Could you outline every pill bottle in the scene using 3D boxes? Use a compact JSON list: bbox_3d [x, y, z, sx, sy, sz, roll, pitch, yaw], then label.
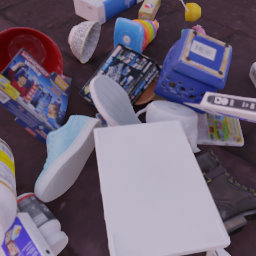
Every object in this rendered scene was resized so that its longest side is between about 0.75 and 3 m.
[{"bbox_3d":[-3.139,1.317,5.795,1.512,1.512,2.768,-19,30,-14],"label":"pill bottle"},{"bbox_3d":[-2.054,2.216,6.325,0.822,0.822,1.420,-38,61,-26],"label":"pill bottle"}]

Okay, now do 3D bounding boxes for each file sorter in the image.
[{"bbox_3d":[0.420,1.546,6.082,2.005,1.799,2.889,-5,48,-10],"label":"file sorter"}]

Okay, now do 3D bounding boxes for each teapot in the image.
[{"bbox_3d":[1.135,-0.045,7.965,1.541,1.140,1.561,5,23,-22],"label":"teapot"}]

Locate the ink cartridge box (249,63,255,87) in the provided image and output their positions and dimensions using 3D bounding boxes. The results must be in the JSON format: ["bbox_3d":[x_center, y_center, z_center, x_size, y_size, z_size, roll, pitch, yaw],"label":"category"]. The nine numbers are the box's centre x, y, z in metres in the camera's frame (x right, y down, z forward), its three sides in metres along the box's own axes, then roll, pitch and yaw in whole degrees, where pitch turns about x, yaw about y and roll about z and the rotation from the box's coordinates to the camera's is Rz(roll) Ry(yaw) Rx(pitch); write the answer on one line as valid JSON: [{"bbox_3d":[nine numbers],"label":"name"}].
[{"bbox_3d":[5.678,-1.365,9.298,2.591,0.739,2.106,-7,52,0],"label":"ink cartridge box"}]

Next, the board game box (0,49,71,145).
[{"bbox_3d":[-2.626,-1.065,8.239,0.693,2.247,2.246,-24,34,32],"label":"board game box"}]

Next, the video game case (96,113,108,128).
[{"bbox_3d":[-0.406,-0.075,8.585,0.873,0.110,1.219,-16,54,-12],"label":"video game case"}]

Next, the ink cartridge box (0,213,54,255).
[{"bbox_3d":[-2.178,2.821,5.612,1.559,0.341,1.574,-50,61,11],"label":"ink cartridge box"}]

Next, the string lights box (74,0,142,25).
[{"bbox_3d":[-0.810,-5.894,12.672,1.535,0.881,2.987,36,60,25],"label":"string lights box"}]

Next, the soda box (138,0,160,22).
[{"bbox_3d":[0.963,-5.296,12.424,0.577,0.545,1.704,14,54,11],"label":"soda box"}]

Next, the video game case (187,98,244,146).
[{"bbox_3d":[2.586,-0.225,8.658,1.606,0.202,1.765,3,51,2],"label":"video game case"}]

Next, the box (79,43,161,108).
[{"bbox_3d":[-0.281,-1.434,8.717,1.698,0.491,2.136,36,87,33],"label":"box"}]

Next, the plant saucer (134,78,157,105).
[{"bbox_3d":[0.332,-1.284,8.957,1.260,0.236,1.260,-4,68,10],"label":"plant saucer"}]

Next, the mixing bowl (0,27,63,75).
[{"bbox_3d":[-3.333,-2.293,9.229,2.276,2.276,1.233,-12,35,-9],"label":"mixing bowl"}]

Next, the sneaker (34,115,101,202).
[{"bbox_3d":[-1.783,0.687,7.464,1.161,1.048,2.835,15,42,16],"label":"sneaker"}]

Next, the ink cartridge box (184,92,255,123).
[{"bbox_3d":[2.802,-0.491,7.281,2.037,2.018,0.442,15,93,38],"label":"ink cartridge box"}]

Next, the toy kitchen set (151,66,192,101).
[{"bbox_3d":[1.179,-2.015,9.058,1.910,1.723,1.558,9,51,13],"label":"toy kitchen set"}]

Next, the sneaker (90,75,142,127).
[{"bbox_3d":[-0.276,-0.214,7.249,0.884,0.857,2.421,-43,107,-31],"label":"sneaker"}]

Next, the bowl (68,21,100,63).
[{"bbox_3d":[-1.653,-3.195,10.047,0.728,1.552,1.552,25,55,2],"label":"bowl"}]

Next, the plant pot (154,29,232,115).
[{"bbox_3d":[1.962,-1.729,8.242,1.784,1.604,1.783,23,64,-1],"label":"plant pot"}]

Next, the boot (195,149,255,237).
[{"bbox_3d":[2.563,1.355,7.000,2.397,0.830,2.086,-21,55,-13],"label":"boot"}]

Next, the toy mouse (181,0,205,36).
[{"bbox_3d":[2.338,-3.180,9.881,0.482,2.212,2.489,6,14,25],"label":"toy mouse"}]

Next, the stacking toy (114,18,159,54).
[{"bbox_3d":[0.588,-3.730,10.947,1.258,1.330,2.292,28,43,23],"label":"stacking toy"}]

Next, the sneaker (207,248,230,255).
[{"bbox_3d":[2.119,2.983,6.022,0.415,0.393,1.030,-9,53,-19],"label":"sneaker"}]
